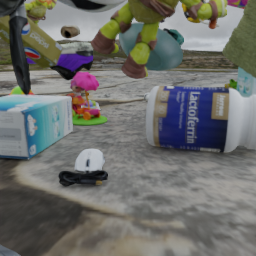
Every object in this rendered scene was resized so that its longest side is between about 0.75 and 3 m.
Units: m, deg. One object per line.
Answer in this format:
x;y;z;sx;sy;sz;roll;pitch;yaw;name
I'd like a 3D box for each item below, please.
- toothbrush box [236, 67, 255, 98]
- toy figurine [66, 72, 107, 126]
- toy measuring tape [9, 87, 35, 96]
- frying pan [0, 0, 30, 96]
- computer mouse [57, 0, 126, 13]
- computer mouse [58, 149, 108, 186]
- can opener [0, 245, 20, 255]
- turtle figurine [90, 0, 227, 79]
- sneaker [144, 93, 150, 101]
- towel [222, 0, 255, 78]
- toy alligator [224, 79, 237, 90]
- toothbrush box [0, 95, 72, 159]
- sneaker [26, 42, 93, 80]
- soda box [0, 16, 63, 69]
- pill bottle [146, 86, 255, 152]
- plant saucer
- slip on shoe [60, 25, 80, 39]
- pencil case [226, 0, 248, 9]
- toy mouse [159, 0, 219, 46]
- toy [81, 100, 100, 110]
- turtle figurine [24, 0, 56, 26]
4.064;-1.268;7.337;2.036;2.781;1.186;0;13;2;toothbrush box
-1.446;-0.984;8.774;1.658;1.526;1.245;10;18;36;toy figurine
-3.965;-0.930;9.808;0.971;0.971;2.640;2;15;8;toy measuring tape
-1.590;-2.012;3.997;1.621;2.680;0.436;-38;-10;37;frying pan
-1.254;-2.706;4.975;2.948;0.647;1.616;28;64;10;computer mouse
-0.715;0.622;4.972;0.758;0.303;1.383;-1;15;-1;computer mouse
-0.967;1.247;2.173;2.749;0.733;0.919;8;-11;29;can opener
0.404;-1.628;3.797;2.464;1.987;0.794;30;38;-7;turtle figurine
1.241;-1.382;12.731;1.121;0.428;0.451;-17;33;-37;sneaker
1.918;-0.942;3.360;1.432;1.062;0.261;40;51;20;towel
5.296;-1.684;13.379;0.939;0.681;2.834;-15;22;14;toy alligator
-2.538;-0.154;6.548;1.729;1.007;2.361;2;15;9;toothbrush box
-2.130;-2.055;8.975;2.316;1.152;0.805;-15;33;-30;sneaker
-2.289;-2.031;6.204;0.563;0.532;1.661;-3;-28;40;soda box
1.650;-0.190;6.019;2.353;1.362;1.362;4;15;15;pill bottle
0.519;-1.980;7.401;1.814;0.349;1.814;23;-17;7;plant saucer
-1.693;-2.655;7.846;0.292;0.366;0.964;-42;36;-24;slip on shoe
3.901;-4.528;9.494;2.240;0.990;0.990;19;18;9;pencil case
1.387;-3.487;9.399;2.612;2.939;0.569;-33;-29;28;toy mouse
-1.522;-0.947;11.106;0.707;0.290;1.228;-3;15;-10;toy
-2.855;-3.609;8.723;1.783;0.712;2.211;-31;7;47;turtle figurine
